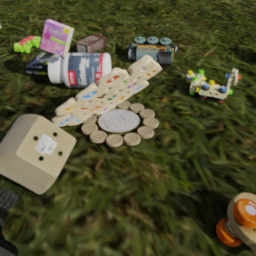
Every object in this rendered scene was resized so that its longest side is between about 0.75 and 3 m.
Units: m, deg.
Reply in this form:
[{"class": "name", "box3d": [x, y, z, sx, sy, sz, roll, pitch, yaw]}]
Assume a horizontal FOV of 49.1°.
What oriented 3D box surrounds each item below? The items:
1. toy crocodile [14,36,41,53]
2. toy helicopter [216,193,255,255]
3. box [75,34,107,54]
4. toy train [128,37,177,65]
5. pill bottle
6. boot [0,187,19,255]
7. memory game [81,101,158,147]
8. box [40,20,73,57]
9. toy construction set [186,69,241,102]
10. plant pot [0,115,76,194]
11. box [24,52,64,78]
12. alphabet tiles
[{"class": "toy crocodile", "box3d": [-4.532, -3.800, 12.617, 0.589, 0.539, 1.745, 13, 39, 16]}, {"class": "toy helicopter", "box3d": [2.862, 2.062, 5.108, 1.468, 0.875, 2.219, -22, 53, -39]}, {"class": "box", "box3d": [-1.644, -3.732, 12.565, 0.696, 0.521, 1.390, 22, 45, 26]}, {"class": "toy train", "box3d": [0.984, -3.176, 11.635, 2.051, 0.874, 1.169, 5, 48, 6]}, {"class": "pill bottle", "box3d": [-1.658, -1.981, 9.757, 2.020, 1.208, 1.208, 1, 38, 4]}, {"class": "boot", "box3d": [-2.458, 1.815, 5.364, 1.632, 0.614, 1.220, 17, 41, 21]}, {"class": "memory game", "box3d": [-0.255, -0.169, 8.214, 2.300, 0.147, 2.300, 0, 36, 0]}, {"class": "box", "box3d": [-2.239, -2.804, 8.793, 0.785, 0.893, 0.432, 20, 24, -3]}, {"class": "toy construction set", "box3d": [2.846, -1.484, 9.506, 1.826, 0.841, 1.198, 0, 36, 18]}, {"class": "plant pot", "box3d": [-1.827, 0.475, 5.733, 1.160, 1.310, 1.309, -20, 40, 52]}, {"class": "box", "box3d": [-3.032, -2.506, 11.094, 1.537, 0.378, 1.592, 5, 39, 11]}, {"class": "alphabet tiles", "box3d": [-0.512, -0.830, 6.949, 2.840, 0.207, 2.778, -31, -5, 17]}]
